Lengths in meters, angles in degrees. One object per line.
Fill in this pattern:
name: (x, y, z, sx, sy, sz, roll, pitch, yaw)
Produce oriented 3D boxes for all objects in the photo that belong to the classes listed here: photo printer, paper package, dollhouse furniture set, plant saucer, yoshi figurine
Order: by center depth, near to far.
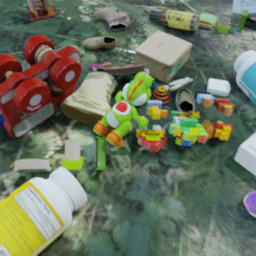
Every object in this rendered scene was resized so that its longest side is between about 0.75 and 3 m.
dollhouse furniture set: (-1.823, 0.722, 7.558, 2.394, 1.197, 0.924, 0, 78, -11)
yoshi figurine: (0.013, -0.532, 7.836, 2.093, 1.176, 1.172, -55, 26, 3)
plant saucer: (-0.120, -2.070, 9.873, 1.501, 0.259, 1.501, -7, 17, 2)
photo printer: (3.275, -1.454, 10.110, 0.785, 0.273, 0.653, 11, 50, 8)
paper package: (1.328, -2.796, 10.831, 1.646, 0.893, 1.726, 29, 55, 22)
dollhouse furniture set: (4.210, -5.010, 12.743, 2.155, 0.832, 1.077, 19, 52, 15)
dollhouse furniture set: (-4.653, -6.677, 13.664, 1.194, 1.580, 2.935, -20, 53, -16)

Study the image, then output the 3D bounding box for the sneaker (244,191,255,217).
sneaker: (3.948, 1.719, 7.049, 1.997, 0.883, 0.803, -7, 51, -4)

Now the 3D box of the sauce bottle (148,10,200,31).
sauce bottle: (2.039, -4.938, 12.727, 2.303, 0.745, 0.745, 18, 52, 21)

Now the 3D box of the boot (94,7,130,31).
boot: (-0.764, -4.984, 12.916, 1.675, 0.588, 1.225, -3, 55, 4)

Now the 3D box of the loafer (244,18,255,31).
loafer: (5.781, -4.723, 12.766, 1.211, 0.425, 0.411, 32, 57, 24)

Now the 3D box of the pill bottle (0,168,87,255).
pill bottle: (-2.260, 2.096, 6.351, 1.452, 1.452, 2.583, 37, 57, 27)

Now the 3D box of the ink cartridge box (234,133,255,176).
ink cartridge box: (4.112, 0.658, 8.033, 1.679, 0.721, 1.230, -33, 57, -24)

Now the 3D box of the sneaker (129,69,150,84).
sneaker: (0.374, -1.569, 9.530, 0.666, 0.553, 1.395, 9, 48, 3)

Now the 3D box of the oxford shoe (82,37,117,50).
oxford shoe: (-1.187, -3.612, 11.657, 1.434, 0.536, 0.505, -6, 82, -6)

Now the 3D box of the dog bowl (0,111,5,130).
dog bowl: (-4.607, -1.061, 9.208, 2.451, 0.965, 2.451, 3, 50, -3)

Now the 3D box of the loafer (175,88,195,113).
loafer: (1.953, -0.738, 9.285, 0.659, 0.610, 1.751, 0, 50, 0)

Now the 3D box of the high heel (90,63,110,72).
high heel: (-1.105, -2.446, 10.970, 0.789, 0.266, 0.378, -30, 61, -10)

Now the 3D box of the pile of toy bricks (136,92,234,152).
pile of toy bricks: (1.764, -0.019, 7.891, 2.899, 1.608, 1.431, 2, 31, -6)

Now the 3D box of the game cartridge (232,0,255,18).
game cartridge: (5.788, -5.645, 12.603, 2.029, 0.411, 1.353, 4, 72, 28)

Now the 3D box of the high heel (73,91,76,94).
high heel: (-1.732, -1.281, 9.977, 0.780, 0.263, 0.375, 9, 57, -10)

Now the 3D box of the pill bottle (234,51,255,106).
pill bottle: (4.650, -1.478, 9.362, 1.451, 1.451, 2.619, -15, 52, -12)

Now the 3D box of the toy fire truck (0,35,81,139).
toy fire truck: (-2.621, -1.165, 8.470, 1.607, 2.407, 2.867, 39, 61, 19)

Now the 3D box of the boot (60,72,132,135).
boot: (-0.711, -0.873, 9.201, 2.459, 0.895, 1.911, 19, 54, 19)

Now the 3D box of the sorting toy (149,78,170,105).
sorting toy: (0.794, -1.287, 9.744, 1.413, 0.580, 0.849, 8, 48, 4)

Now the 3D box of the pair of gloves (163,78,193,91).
pair of gloves: (1.707, -1.558, 9.856, 0.888, 0.183, 1.044, -27, 15, -13)
